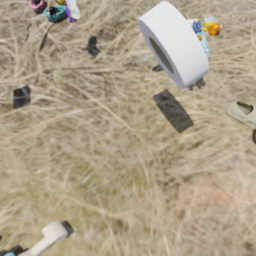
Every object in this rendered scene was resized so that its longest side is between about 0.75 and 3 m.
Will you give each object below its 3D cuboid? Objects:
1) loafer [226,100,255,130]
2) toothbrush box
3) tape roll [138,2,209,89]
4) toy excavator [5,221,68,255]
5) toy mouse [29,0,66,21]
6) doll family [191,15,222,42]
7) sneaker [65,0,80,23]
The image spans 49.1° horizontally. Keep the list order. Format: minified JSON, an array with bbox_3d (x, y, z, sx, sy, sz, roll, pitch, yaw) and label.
[{"bbox_3d":[3.728,-0.369,8.405,1.505,0.514,0.570,24,65,12],"label":"loafer"},{"bbox_3d":[2.076,-2.623,9.259,0.653,1.121,1.531,-7,63,-3],"label":"toothbrush box"},{"bbox_3d":[0.834,-1.507,5.260,0.552,1.578,1.578,-35,66,4],"label":"tape roll"},{"bbox_3d":[-2.627,3.123,6.295,1.085,2.173,2.113,45,115,19],"label":"toy excavator"},{"bbox_3d":[-3.061,-4.578,10.689,2.170,0.420,1.928,22,64,11],"label":"toy mouse"},{"bbox_3d":[1.701,-2.245,6.413,0.865,0.390,0.537,-15,71,24],"label":"doll family"},{"bbox_3d":[-1.677,-3.493,8.078,0.345,0.493,0.992,-8,83,-29],"label":"sneaker"}]
